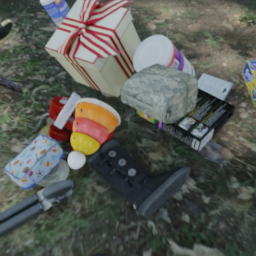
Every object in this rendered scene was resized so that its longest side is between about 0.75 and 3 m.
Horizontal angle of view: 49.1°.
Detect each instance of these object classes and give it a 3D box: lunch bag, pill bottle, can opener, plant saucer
[{"bbox_3d":[0.820,-0.915,7.806,1.473,1.224,1.757,-29,45,-35],"label":"lunch bag"},{"bbox_3d":[1.444,-1.984,9.860,1.433,2.573,1.433,-14,65,33],"label":"pill bottle"},{"bbox_3d":[-3.016,2.385,8.844,2.708,0.900,0.713,-30,54,-20],"label":"can opener"},{"bbox_3d":[-3.248,1.114,9.784,1.565,0.738,1.954,15,52,45],"label":"lunch bag"},{"bbox_3d":[-2.768,-4.642,10.506,0.798,1.424,0.798,-15,49,18],"label":"pill bottle"},{"bbox_3d":[-2.756,1.512,10.004,1.251,0.314,1.251,0,46,0],"label":"plant saucer"}]

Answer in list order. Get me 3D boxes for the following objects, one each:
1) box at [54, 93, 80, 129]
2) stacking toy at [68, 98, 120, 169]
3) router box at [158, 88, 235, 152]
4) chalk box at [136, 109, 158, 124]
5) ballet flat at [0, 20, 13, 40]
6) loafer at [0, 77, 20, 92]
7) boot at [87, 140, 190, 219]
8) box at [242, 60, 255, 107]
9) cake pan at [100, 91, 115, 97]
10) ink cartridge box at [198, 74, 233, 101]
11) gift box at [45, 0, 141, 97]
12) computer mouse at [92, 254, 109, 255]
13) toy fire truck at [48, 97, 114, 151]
[{"bbox_3d":[-1.902,-0.582,8.837,0.281,1.065,1.366,33,3,-13],"label":"box"},{"bbox_3d":[-1.086,0.248,7.463,1.330,1.330,1.821,15,65,14],"label":"stacking toy"},{"bbox_3d":[2.858,-0.462,11.621,2.001,0.685,2.683,34,55,28],"label":"router box"},{"bbox_3d":[1.071,-1.255,11.654,1.075,1.736,1.080,32,54,27],"label":"chalk box"},{"bbox_3d":[-4.564,-3.189,9.576,0.471,1.659,0.551,61,25,1],"label":"ballet flat"},{"bbox_3d":[-5.644,-1.973,13.286,1.470,0.528,0.463,31,73,34],"label":"loafer"},{"bbox_3d":[0.343,1.392,9.782,2.373,0.945,2.880,-32,50,-29],"label":"boot"},{"bbox_3d":[6.158,-2.130,13.122,0.913,0.838,2.607,3,46,3],"label":"box"},{"bbox_3d":[-0.816,-1.852,13.292,1.112,0.204,1.112,0,46,0],"label":"cake pan"},{"bbox_3d":[3.954,-1.837,13.199,1.537,0.333,1.509,26,52,20],"label":"ink cartridge box"},{"bbox_3d":[-0.982,-3.115,10.597,2.963,2.766,2.734,18,75,27],"label":"gift box"},{"bbox_3d":[-1.455,3.926,7.648,2.231,0.380,0.654,-11,48,-10],"label":"computer mouse"},{"bbox_3d":[-1.688,-0.338,11.104,2.768,1.552,2.324,27,33,22],"label":"toy fire truck"}]
